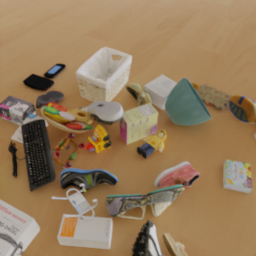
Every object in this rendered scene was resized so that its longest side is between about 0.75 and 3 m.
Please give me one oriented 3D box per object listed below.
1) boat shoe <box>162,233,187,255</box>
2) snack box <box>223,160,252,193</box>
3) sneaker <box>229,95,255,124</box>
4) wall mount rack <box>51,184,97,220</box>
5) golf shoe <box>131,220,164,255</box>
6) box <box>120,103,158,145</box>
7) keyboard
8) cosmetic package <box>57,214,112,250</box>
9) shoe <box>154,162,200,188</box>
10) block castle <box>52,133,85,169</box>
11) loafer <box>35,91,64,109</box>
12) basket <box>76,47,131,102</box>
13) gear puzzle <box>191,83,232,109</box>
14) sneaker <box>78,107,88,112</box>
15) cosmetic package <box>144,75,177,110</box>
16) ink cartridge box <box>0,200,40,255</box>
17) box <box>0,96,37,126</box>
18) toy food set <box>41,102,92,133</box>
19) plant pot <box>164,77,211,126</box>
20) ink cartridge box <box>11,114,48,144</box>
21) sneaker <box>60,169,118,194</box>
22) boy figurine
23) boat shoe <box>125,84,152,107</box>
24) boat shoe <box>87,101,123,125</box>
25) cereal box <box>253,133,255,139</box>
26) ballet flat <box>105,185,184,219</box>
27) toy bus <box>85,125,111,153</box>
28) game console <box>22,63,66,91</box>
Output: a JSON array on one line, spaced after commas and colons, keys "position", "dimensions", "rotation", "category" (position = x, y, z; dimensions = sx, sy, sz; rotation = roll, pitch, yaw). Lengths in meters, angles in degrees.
[{"position": [1.592, 3.894, 8.861], "dimensions": [0.460, 0.490, 1.330], "rotation": [-22, 60, -23], "category": "boat shoe"}, {"position": [4.203, 1.855, 10.810], "dimensions": [0.969, 0.389, 1.149], "rotation": [11, 47, 9], "category": "snack box"}, {"position": [6.005, -0.635, 12.945], "dimensions": [1.238, 1.057, 2.809], "rotation": [-11, 41, -41], "category": "sneaker"}, {"position": [-1.780, 2.487, 9.325], "dimensions": [1.239, 0.532, 1.426], "rotation": [-23, 48, -33], "category": "wall mount rack"}, {"position": [0.811, 4.211, 8.321], "dimensions": [1.339, 1.102, 2.834], "rotation": [17, 46, -12], "category": "golf shoe"}, {"position": [0.439, -0.179, 12.097], "dimensions": [1.489, 1.310, 0.720], "rotation": [-20, 50, -18], "category": "box"}, {"position": [-3.926, 1.082, 11.069], "dimensions": [1.873, 0.304, 2.948], "rotation": [-25, 59, 7], "category": "keyboard"}, {"position": [-1.386, 3.409, 9.207], "dimensions": [1.656, 0.590, 0.840], "rotation": [4, 47, 2], "category": "cosmetic package"}, {"position": [1.877, 1.921, 10.560], "dimensions": [1.741, 0.622, 0.792], "rotation": [-23, 42, -26], "category": "shoe"}, {"position": [-2.409, 0.908, 11.277], "dimensions": [0.884, 0.621, 1.323], "rotation": [47, 47, -18], "category": "block castle"}, {"position": [-3.829, -1.354, 13.553], "dimensions": [0.638, 0.559, 1.774], "rotation": [40, 29, 8], "category": "loafer"}, {"position": [-1.159, -2.586, 14.121], "dimensions": [1.785, 1.625, 2.634], "rotation": [23, 52, 17], "category": "basket"}, {"position": [3.991, -1.664, 14.245], "dimensions": [2.413, 0.316, 1.250], "rotation": [31, 56, 29], "category": "gear puzzle"}, {"position": [-2.187, -0.880, 13.486], "dimensions": [0.753, 0.273, 0.271], "rotation": [-15, 47, -15], "category": "sneaker"}, {"position": [1.703, -1.780, 13.944], "dimensions": [1.337, 0.822, 1.333], "rotation": [-32, 54, -28], "category": "cosmetic package"}, {"position": [-4.134, 3.580, 8.822], "dimensions": [1.569, 0.901, 2.160], "rotation": [21, 50, 18], "category": "ink cartridge box"}, {"position": [-5.159, -0.767, 12.992], "dimensions": [1.423, 0.816, 0.940], "rotation": [19, 50, 17], "category": "box"}, {"position": [-2.636, -0.462, 12.173], "dimensions": [2.308, 0.561, 2.285], "rotation": [23, 17, -14], "category": "toy food set"}, {"position": [2.509, -0.966, 12.566], "dimensions": [1.468, 2.180, 2.180], "rotation": [-32, 44, 20], "category": "plant pot"}, {"position": [-4.304, 0.147, 12.266], "dimensions": [0.837, 0.482, 1.446], "rotation": [20, 59, 16], "category": "ink cartridge box"}, {"position": [-1.474, 2.035, 10.492], "dimensions": [2.201, 0.780, 0.912], "rotation": [1, 60, 3], "category": "sneaker"}, {"position": [1.115, 0.666, 11.858], "dimensions": [1.573, 0.507, 0.978], "rotation": [-36, 57, -26], "category": "boy figurine"}, {"position": [0.516, -1.489, 13.637], "dimensions": [0.666, 0.772, 2.115], "rotation": [-5, 43, -22], "category": "boat shoe"}, {"position": [-0.906, -0.574, 11.950], "dimensions": [0.990, 0.817, 2.886], "rotation": [-32, 23, -16], "category": "boat shoe"}, {"position": [6.001, 0.596, 12.134], "dimensions": [0.706, 0.194, 0.981], "rotation": [-7, 47, -6], "category": "cereal box"}, {"position": [0.642, 2.664, 9.815], "dimensions": [2.834, 1.019, 1.019], "rotation": [-7, 47, -7], "category": "ballet flat"}, {"position": [-1.323, 0.531, 11.631], "dimensions": [1.045, 1.089, 0.739], "rotation": [-30, 58, -17], "category": "toy bus"}, {"position": [-4.451, -2.887, 15.363], "dimensions": [1.453, 0.297, 2.463], "rotation": [21, 49, 18], "category": "game console"}]
